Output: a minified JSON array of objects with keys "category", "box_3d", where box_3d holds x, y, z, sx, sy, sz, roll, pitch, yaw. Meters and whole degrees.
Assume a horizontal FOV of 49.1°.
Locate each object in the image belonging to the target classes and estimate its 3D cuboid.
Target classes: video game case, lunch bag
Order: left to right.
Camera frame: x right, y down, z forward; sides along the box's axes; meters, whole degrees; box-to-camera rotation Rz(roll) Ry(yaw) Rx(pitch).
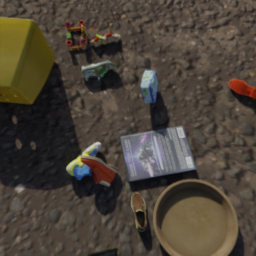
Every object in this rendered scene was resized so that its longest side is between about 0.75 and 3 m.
[{"category":"lunch bag","box_3d":[0.914,-1.702,11.678,0.530,1.032,1.284,-1,44,17]},{"category":"video game case","box_3d":[1.129,1.002,10.961,2.633,0.250,1.881,-10,65,-4]}]

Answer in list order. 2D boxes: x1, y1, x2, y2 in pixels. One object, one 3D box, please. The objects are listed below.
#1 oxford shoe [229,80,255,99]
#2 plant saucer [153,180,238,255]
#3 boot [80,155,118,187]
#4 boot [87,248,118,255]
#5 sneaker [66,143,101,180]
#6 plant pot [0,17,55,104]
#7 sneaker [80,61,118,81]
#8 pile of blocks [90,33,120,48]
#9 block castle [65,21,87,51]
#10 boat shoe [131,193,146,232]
[{"category":"oxford shoe","box_3d":[5.080,-1.632,12.104,1.515,0.550,0.539,34,107,24]},{"category":"plant saucer","box_3d":[2.322,3.272,9.797,2.908,0.428,2.908,0,65,1]},{"category":"boot","box_3d":[-1.160,1.558,10.213,1.566,0.587,0.839,31,71,-22]},{"category":"boot","box_3d":[-0.373,4.792,8.888,2.201,0.814,1.804,-13,66,-1]},{"category":"sneaker","box_3d":[-1.508,1.331,10.702,1.648,0.624,0.866,-41,90,-18]},{"category":"plant pot","box_3d":[-4.908,-2.498,11.347,2.893,2.893,2.552,6,77,2]},{"category":"sneaker","box_3d":[-1.255,-2.468,12.486,1.663,0.639,0.737,-11,85,-3]},{"category":"pile of blocks","box_3d":[-1.092,-4.302,13.271,1.464,0.455,0.601,-17,58,-11]},{"category":"block castle","box_3d":[-2.467,-4.415,13.252,0.957,0.672,1.433,-7,65,-4]},{"category":"boat shoe","box_3d":[0.422,2.932,9.909,0.498,0.499,1.348,-11,65,-5]}]
